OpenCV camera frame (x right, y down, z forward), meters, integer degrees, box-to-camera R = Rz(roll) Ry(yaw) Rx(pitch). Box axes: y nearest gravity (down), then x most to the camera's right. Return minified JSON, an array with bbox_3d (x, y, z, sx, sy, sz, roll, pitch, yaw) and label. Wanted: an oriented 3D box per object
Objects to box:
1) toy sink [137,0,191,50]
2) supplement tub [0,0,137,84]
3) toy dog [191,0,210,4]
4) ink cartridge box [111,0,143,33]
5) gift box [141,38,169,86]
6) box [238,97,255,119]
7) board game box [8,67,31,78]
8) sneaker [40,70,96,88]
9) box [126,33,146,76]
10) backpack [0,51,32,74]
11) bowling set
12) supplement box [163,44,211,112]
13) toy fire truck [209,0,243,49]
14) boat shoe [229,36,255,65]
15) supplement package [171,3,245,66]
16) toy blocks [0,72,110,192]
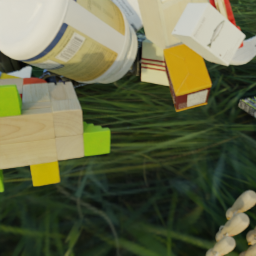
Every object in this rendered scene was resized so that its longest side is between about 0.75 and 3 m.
[{"bbox_3d":[0.870,-2.796,6.501,0.900,1.607,1.047,-30,45,-8],"label":"toy sink"},{"bbox_3d":[-1.286,-2.245,6.469,2.141,2.141,2.965,24,7,32],"label":"supplement tub"},{"bbox_3d":[1.801,-4.198,9.063,1.707,2.372,2.447,-45,22,4],"label":"toy dog"},{"bbox_3d":[-0.667,-3.587,8.847,2.824,2.054,1.186,-41,12,3],"label":"ink cartridge box"},{"bbox_3d":[1.679,-2.827,11.070,1.934,2.072,1.911,15,41,19],"label":"gift box"},{"bbox_3d":[4.484,-0.625,9.266,1.004,0.278,1.254,-13,35,-17],"label":"box"},{"bbox_3d":[-4.962,-1.858,11.151,2.071,0.268,2.071,-8,35,-10],"label":"board game box"},{"bbox_3d":[-2.088,-1.836,10.652,2.565,0.900,0.999,-5,37,4],"label":"sneaker"},{"bbox_3d":[-0.246,-3.561,12.869,2.805,1.208,2.297,17,37,23],"label":"box"},{"bbox_3d":[-3.400,-3.117,7.665,2.257,2.777,2.331,-33,52,-29],"label":"backpack"},{"bbox_3d":[2.134,2.035,4.927,1.132,0.873,1.626,39,46,19],"label":"bowling set"},{"bbox_3d":[1.293,-1.116,6.285,0.738,1.112,1.097,-14,71,6],"label":"supplement box"},{"bbox_3d":[2.318,-2.856,6.919,0.490,2.011,1.418,-16,4,23],"label":"toy fire truck"},{"bbox_3d":[3.214,-2.120,7.975,1.808,0.652,0.641,-24,-1,-30],"label":"boat shoe"},{"bbox_3d":[1.355,-1.574,4.747,1.000,0.584,0.586,23,11,-31],"label":"supplement package"},{"bbox_3d":[-1.845,-0.224,4.071,2.783,1.391,1.902,-7,29,-16],"label":"toy blocks"}]
